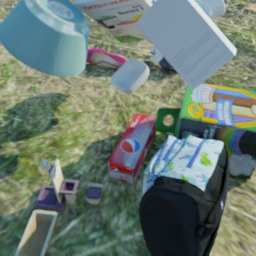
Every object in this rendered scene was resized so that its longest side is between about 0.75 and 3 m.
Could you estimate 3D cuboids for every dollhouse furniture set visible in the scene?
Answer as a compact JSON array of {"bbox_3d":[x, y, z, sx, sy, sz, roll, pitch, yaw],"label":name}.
[{"bbox_3d":[-1.528,1.736,5.996,1.608,1.440,2.029,5,42,5],"label":"dollhouse furniture set"}]

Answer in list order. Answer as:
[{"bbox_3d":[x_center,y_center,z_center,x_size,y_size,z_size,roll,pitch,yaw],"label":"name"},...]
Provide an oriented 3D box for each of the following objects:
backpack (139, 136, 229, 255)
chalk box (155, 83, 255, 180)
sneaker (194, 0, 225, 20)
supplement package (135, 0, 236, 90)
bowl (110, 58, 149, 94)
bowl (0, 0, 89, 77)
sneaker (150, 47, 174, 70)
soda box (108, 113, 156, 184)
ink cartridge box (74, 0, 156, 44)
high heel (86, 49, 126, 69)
[{"bbox_3d":[1.270,1.283,6.031,2.161,2.293,2.811,16,37,36],"label":"backpack"},{"bbox_3d":[2.180,-0.045,7.737,2.803,1.749,1.737,13,44,13],"label":"chalk box"},{"bbox_3d":[2.106,-4.072,9.605,1.145,0.898,2.304,-34,34,-15],"label":"sneaker"},{"bbox_3d":[1.193,-1.833,5.642,1.754,1.025,1.029,49,31,-2],"label":"supplement package"},{"bbox_3d":[0.076,-1.423,7.930,1.009,0.377,1.010,-46,44,-1],"label":"bowl"},{"bbox_3d":[-1.857,-2.431,6.847,2.261,1.183,2.261,23,39,-20],"label":"bowl"},{"bbox_3d":[1.826,-3.354,11.986,1.684,0.926,2.299,17,50,12],"label":"sneaker"},{"bbox_3d":[0.189,0.498,7.929,0.754,0.683,2.154,14,45,15],"label":"soda box"},{"bbox_3d":[0.001,-3.471,7.887,1.856,2.563,1.076,1,83,28],"label":"ink cartridge box"},{"bbox_3d":[-1.071,-2.771,11.564,2.000,0.673,0.959,10,31,-9],"label":"high heel"}]
